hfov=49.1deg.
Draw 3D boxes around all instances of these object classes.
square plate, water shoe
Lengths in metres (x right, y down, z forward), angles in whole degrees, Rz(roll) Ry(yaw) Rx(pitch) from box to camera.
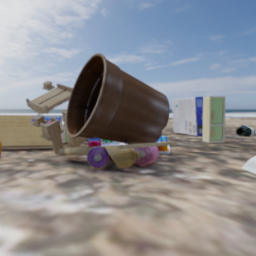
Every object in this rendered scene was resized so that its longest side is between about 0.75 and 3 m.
[{"bbox_3d":[3.758,0.454,4.455,2.933,0.417,2.906,-10,0,-1],"label":"square plate"},{"bbox_3d":[3.930,0.088,9.670,0.467,0.423,1.184,11,1,-1],"label":"water shoe"}]

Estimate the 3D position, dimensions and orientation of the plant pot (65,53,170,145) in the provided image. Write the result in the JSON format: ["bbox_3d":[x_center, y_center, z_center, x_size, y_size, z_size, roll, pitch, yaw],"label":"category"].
[{"bbox_3d":[-0.226,-0.488,7.147,2.084,2.105,2.105,19,-7,-29],"label":"plant pot"}]

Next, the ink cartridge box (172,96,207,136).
[{"bbox_3d":[3.472,-0.629,14.723,1.106,1.977,2.898,-5,5,-17],"label":"ink cartridge box"}]

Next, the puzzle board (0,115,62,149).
[{"bbox_3d":[-3.487,0.123,9.327,2.479,0.216,1.868,0,33,-10],"label":"puzzle board"}]

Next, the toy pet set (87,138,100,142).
[{"bbox_3d":[-0.910,-0.592,9.858,1.258,2.212,2.369,40,-2,-12],"label":"toy pet set"}]

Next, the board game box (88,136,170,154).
[{"bbox_3d":[0.114,0.510,9.279,2.480,0.321,2.480,1,4,7],"label":"board game box"}]

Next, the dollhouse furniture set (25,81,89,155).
[{"bbox_3d":[-2.395,-0.339,8.718,2.428,1.186,2.071,20,40,32],"label":"dollhouse furniture set"}]

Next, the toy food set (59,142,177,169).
[{"bbox_3d":[-0.306,0.640,6.510,1.868,0.463,2.938,-1,-4,-30],"label":"toy food set"}]

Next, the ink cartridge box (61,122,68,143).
[{"bbox_3d":[-3.316,0.194,10.720,2.275,0.766,1.332,-3,5,-32],"label":"ink cartridge box"}]

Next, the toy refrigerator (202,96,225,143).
[{"bbox_3d":[3.406,-0.339,11.091,0.687,1.810,0.633,0,4,-11],"label":"toy refrigerator"}]
